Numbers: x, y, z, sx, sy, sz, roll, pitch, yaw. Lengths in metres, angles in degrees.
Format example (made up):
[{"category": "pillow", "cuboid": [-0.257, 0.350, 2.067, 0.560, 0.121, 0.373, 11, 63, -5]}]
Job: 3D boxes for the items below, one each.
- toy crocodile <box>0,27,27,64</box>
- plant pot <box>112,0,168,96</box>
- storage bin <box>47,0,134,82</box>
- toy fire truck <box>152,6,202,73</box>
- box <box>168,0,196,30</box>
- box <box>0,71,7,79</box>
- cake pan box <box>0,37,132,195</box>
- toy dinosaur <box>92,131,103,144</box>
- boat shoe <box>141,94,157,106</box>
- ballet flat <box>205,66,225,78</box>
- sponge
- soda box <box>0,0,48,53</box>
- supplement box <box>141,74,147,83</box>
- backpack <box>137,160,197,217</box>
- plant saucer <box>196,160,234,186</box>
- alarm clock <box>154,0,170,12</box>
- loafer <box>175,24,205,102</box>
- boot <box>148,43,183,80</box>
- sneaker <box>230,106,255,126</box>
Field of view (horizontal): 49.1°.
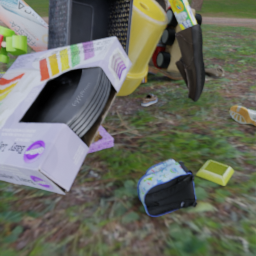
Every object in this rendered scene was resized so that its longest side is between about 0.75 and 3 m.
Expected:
[{"category": "toy crocodile", "cuboid": [-3.976, -2.395, 7.413, 2.805, 0.947, 0.866, 16, 6, 3]}, {"category": "plant pot", "cuboid": [-0.203, -3.013, 9.361, 2.898, 2.726, 2.898, 25, 41, -23]}, {"category": "storage bin", "cuboid": [-0.998, -2.471, 7.220, 1.769, 2.617, 1.227, -4, 17, -37]}, {"category": "toy fire truck", "cuboid": [1.269, -3.455, 10.648, 1.619, 2.215, 2.517, 1, 23, -21]}, {"category": "box", "cuboid": [1.784, -3.224, 8.484, 0.425, 1.757, 1.031, -19, 30, 24]}, {"category": "box", "cuboid": [-3.131, -0.771, 6.739, 1.973, 0.437, 1.580, 0, 43, -1]}, {"category": "cake pan box", "cuboid": [-1.492, -0.318, 4.740, 2.738, 0.716, 2.521, 3, 57, 35]}, {"category": "toy dinosaur", "cuboid": [-1.881, 0.453, 8.196, 2.852, 0.861, 1.515, 5, 22, 44]}, {"category": "boat shoe", "cuboid": [0.935, -1.234, 11.838, 0.374, 0.375, 1.035, 16, 32, 29]}, {"category": "ballet flat", "cuboid": [4.134, -3.274, 15.553, 2.542, 0.589, 0.857, 22, 34, 36]}, {"category": "sponge", "cuboid": [-1.376, 0.168, 9.201, 1.116, 0.298, 2.000, -14, 31, -23]}, {"category": "soda box", "cuboid": [-3.163, -3.250, 8.775, 0.834, 2.438, 0.775, -43, 24, 10]}, {"category": "supplement box", "cuboid": [0.300, -2.678, 14.296, 1.225, 0.676, 0.525, -4, 29, -9]}, {"category": "backpack", "cuboid": [0.788, 1.333, 6.144, 1.158, 1.059, 0.851, -19, 30, -10]}, {"category": "plant saucer", "cuboid": [2.327, 1.135, 7.455, 0.785, 0.188, 0.784, 19, 33, 31]}, {"category": "alarm clock", "cuboid": [1.341, -4.668, 10.907, 1.217, 0.821, 0.405, 12, 27, 23]}, {"category": "loafer", "cuboid": [1.616, -1.668, 7.400, 0.713, 1.997, 0.729, 2, 24, 25]}, {"category": "boot", "cuboid": [2.059, -3.372, 14.176, 3.000, 1.454, 1.121, 3, 32, -35]}, {"category": "sneaker", "cuboid": [4.464, -0.384, 10.151, 1.519, 0.574, 0.666, 29, 26, 35]}]
